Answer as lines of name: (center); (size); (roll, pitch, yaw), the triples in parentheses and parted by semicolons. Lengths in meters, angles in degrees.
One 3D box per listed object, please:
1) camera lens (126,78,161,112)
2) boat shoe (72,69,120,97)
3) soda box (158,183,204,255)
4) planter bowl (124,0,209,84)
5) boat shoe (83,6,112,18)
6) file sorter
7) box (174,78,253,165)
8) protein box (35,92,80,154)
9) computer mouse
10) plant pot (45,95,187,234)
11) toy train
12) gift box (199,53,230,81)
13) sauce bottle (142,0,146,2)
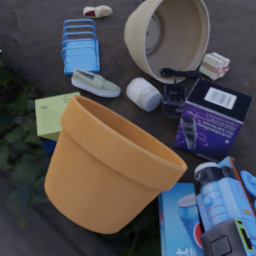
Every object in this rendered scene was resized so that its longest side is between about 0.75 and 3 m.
camera lens: (0.471, -1.045, 8.729); (0.754, 0.754, 0.943); (-33, 59, -23)
boat shoe: (-1.043, -1.445, 9.076); (1.658, 0.514, 0.597); (16, 43, 2)
soda box: (1.129, 2.385, 6.055); (0.783, 0.740, 2.308); (1, 53, -1)
planter bowl: (1.030, -3.047, 9.277); (2.784, 2.784, 1.874); (-33, 39, -23)
boat shoe: (-1.318, -4.883, 11.950); (1.228, 0.453, 0.425); (1, 54, 13)
file sorter: (-1.703, -2.924, 9.998); (1.220, 1.079, 1.759); (-4, 52, -4)
box: (2.121, -0.098, 7.255); (1.414, 1.911, 0.997); (23, 54, 18)
protein box: (-1.858, -0.157, 7.958); (1.287, 0.875, 1.297); (-12, 53, -9)
computer mouse: (1.747, -1.007, 8.861); (1.485, 0.487, 2.115); (2, 55, -2)
plant pot: (-0.458, 0.846, 6.015); (2.818, 2.818, 1.972); (35, 96, 24)
toy train: (2.194, 1.858, 5.768); (1.582, 1.201, 2.770); (22, 41, -29)
gift box: (2.969, -2.056, 9.570); (0.720, 0.781, 0.729); (-25, 51, -36)
sauce bottle: (0.845, -4.587, 10.871); (0.481, 1.487, 0.481); (-9, 65, 20)
